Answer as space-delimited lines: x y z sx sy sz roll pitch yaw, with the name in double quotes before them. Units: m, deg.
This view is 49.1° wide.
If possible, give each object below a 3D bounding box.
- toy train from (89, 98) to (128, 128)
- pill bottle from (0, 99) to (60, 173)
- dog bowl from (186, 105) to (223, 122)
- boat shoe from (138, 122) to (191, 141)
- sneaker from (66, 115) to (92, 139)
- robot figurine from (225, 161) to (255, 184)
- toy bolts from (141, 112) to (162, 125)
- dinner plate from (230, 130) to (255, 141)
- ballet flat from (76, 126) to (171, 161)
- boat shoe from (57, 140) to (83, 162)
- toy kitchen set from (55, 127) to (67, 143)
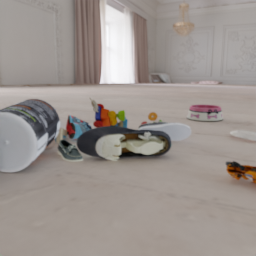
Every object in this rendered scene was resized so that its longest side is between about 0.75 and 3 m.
"toy train" -0.642 -0.461 10.053 1.198 0.877 2.071 -1 -27 2
"pill bottle" -2.915 0.018 8.118 1.577 1.577 2.969 0 14 1
"dog bowl" 3.912 -0.777 14.275 1.811 0.668 1.811 1 12 0
"boat shoe" 1.295 0.068 10.168 1.907 0.684 0.646 -5 27 10
"sneaker" -1.878 0.051 10.744 0.898 0.745 1.880 9 15 -23
"robot figurine" 2.681 1.026 6.196 1.088 0.317 0.789 11 -18 44
"toy bolts" 0.899 -0.082 10.879 0.849 0.811 0.589 -22 37 11
"dinner plate" 4.493 0.253 10.383 1.349 0.163 1.349 7 12 -2
"ballet flat" -0.057 0.462 7.912 2.766 1.011 1.011 0 12 -10
"boat shoe" -1.708 0.658 8.145 0.467 0.396 1.283 -4 14 -35
"toy kitchen set" -2.634 0.298 10.009 0.726 0.534 0.906 0 -8 2
